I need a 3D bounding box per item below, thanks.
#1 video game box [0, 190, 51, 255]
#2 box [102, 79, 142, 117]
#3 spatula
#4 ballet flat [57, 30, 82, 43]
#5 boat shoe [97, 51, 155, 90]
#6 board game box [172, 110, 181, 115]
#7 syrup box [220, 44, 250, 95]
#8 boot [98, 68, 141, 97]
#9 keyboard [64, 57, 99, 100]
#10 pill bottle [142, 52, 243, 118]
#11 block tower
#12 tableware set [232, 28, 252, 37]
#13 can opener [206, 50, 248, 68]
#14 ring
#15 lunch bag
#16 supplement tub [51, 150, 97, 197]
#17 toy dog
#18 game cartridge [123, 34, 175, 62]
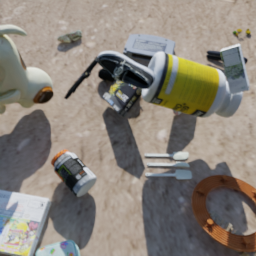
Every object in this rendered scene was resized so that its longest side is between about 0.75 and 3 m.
[{"bbox_3d":[-2.891,2.348,6.944,1.559,0.365,1.420,9,52,6],"label":"video game box"},{"bbox_3d":[-0.165,-1.069,8.761,1.066,0.325,1.322,-52,38,8],"label":"box"},{"bbox_3d":[1.128,1.071,8.025,1.302,0.105,0.905,1,55,1],"label":"spatula"},{"bbox_3d":[-2.318,-3.642,11.277,1.045,0.395,0.334,-24,82,-12],"label":"ballet flat"},{"bbox_3d":[-0.120,-1.319,6.637,1.507,0.556,0.515,29,45,3],"label":"boat shoe"},{"bbox_3d":[1.763,-1.194,9.007,1.144,1.139,0.248,-39,35,-26],"label":"board game box"},{"bbox_3d":[2.638,-1.430,6.892,0.441,1.119,0.456,-11,15,30],"label":"syrup box"},{"bbox_3d":[-0.275,-1.508,9.642,1.518,0.562,1.244,-4,60,-1],"label":"boot"},{"bbox_3d":[-1.103,-1.126,6.597,0.129,1.249,0.794,37,24,-18],"label":"keyboard"},{"bbox_3d":[1.732,-1.065,7.644,2.495,1.398,1.398,15,54,-9],"label":"pill bottle"},{"bbox_3d":[2.444,2.586,6.776,1.305,0.352,0.377,37,61,24],"label":"block tower"},{"bbox_3d":[4.758,-3.968,11.656,0.754,0.116,0.508,-22,54,-14],"label":"tableware set"},{"bbox_3d":[3.660,-2.597,10.425,1.536,0.487,0.604,25,59,16],"label":"can opener"},{"bbox_3d":[2.644,2.009,7.007,2.119,0.203,2.119,4,42,-4],"label":"ring"},{"bbox_3d":[-1.487,3.232,6.229,1.014,0.487,1.264,-11,55,-11],"label":"lunch bag"},{"bbox_3d":[-1.458,1.172,7.409,0.724,0.724,1.181,-38,70,-24],"label":"supplement tub"},{"bbox_3d":[-3.431,-1.573,8.280,2.477,2.555,1.782,-50,48,3],"label":"toy dog"},{"bbox_3d":[0.848,-3.107,10.891,1.859,0.386,1.238,13,51,9],"label":"game cartridge"}]
